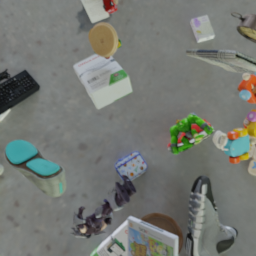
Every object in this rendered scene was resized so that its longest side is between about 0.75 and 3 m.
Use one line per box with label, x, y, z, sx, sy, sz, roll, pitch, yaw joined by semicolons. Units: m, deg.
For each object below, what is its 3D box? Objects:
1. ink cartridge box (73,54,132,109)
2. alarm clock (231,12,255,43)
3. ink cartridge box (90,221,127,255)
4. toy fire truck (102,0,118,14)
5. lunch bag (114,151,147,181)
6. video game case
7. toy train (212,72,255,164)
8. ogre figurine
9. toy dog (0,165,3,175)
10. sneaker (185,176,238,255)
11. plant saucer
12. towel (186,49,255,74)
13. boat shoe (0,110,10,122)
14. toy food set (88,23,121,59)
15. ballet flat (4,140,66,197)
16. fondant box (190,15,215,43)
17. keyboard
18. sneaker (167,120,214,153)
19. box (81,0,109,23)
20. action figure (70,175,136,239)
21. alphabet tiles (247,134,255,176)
ink cartridge box;-0.707;-1.344;7.565;1.084;0.614;1.478;-27;49;-7
alarm clock;3.539;-2.872;7.904;1.576;1.063;0.525;23;102;-18
ink cartridge box;-0.202;4.347;9.726;1.907;0.804;1.393;-45;82;5
toy fire truck;-0.554;-4.301;9.095;0.319;0.923;1.309;-12;89;26
lunch bag;0.077;1.473;10.643;1.171;0.442;0.938;-31;79;-7
video game case;0.611;3.501;7.626;1.608;0.195;1.766;9;104;41
toy train;3.030;-0.250;7.652;1.802;0.667;2.399;42;76;-27
ogre figurine;1.544;0.119;7.397;0.608;1.240;0.743;-3;57;-35
toy dog;-5.388;2.243;10.221;1.297;0.947;1.966;6;79;1
sneaker;3.091;3.254;10.060;1.719;1.117;2.977;8;89;-3
plant saucer;1.084;3.906;10.063;1.783;0.326;1.783;0;88;13
towel;3.306;-2.018;8.895;2.317;2.231;0.400;9;101;-29
boat shoe;-5.196;-0.639;10.966;0.616;0.587;1.712;34;81;6
toy food set;-0.612;-2.208;7.115;0.883;0.215;0.874;-22;97;36
ballet flat;-2.479;1.071;7.291;0.862;2.558;0.815;-27;123;-36
fondant box;3.128;-4.175;11.810;0.709;0.286;0.983;-16;78;-3
keyboard;-4.963;-1.360;10.694;1.507;0.574;2.895;45;63;7
sneaker;2.312;0.298;10.816;1.986;0.765;0.843;-25;67;-11
box;-1.174;-4.357;9.296;0.664;1.249;0.951;-17;55;10
action figure;-0.693;2.223;7.364;2.141;1.393;0.743;-47;65;19
alphabet tiles;5.619;0.914;10.880;2.321;0.169;2.270;21;79;4
